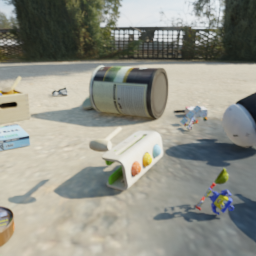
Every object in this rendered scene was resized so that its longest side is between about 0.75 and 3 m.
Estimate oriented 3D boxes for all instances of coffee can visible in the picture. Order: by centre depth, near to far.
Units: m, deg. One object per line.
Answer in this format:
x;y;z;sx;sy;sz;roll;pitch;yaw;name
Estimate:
0.056;-1.501;11.498;2.723;1.993;1.993;8;19;25;coffee can

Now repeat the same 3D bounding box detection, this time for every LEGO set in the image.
2.316;-0.377;9.955;0.914;0.300;1.223;-43;22;7;LEGO set

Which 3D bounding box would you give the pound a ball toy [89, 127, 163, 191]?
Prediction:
0.080;0.517;6.078;0.770;1.182;1.813;5;23;34;pound a ball toy

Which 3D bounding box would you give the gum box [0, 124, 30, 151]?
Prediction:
-3.849;0.295;8.502;1.311;0.344;1.543;-11;20;-32;gum box

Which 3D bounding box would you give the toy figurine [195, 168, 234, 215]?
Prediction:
1.682;1.227;4.999;0.535;0.892;0.471;36;11;20;toy figurine

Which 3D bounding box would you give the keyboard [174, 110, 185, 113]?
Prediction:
2.528;-0.724;12.251;0.929;0.096;0.590;-5;11;-14;keyboard

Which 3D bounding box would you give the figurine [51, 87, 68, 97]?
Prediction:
-3.935;-2.000;16.043;0.894;0.395;0.917;-13;20;-13;figurine

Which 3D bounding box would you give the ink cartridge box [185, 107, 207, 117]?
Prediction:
2.831;-0.672;11.669;0.790;0.327;0.579;-2;17;-7;ink cartridge box

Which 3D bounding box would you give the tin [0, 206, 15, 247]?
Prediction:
-2.576;1.642;4.194;1.652;0.346;0.925;-9;15;-27;tin

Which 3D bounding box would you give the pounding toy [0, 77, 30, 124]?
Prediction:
-4.938;-1.157;11.289;2.079;1.478;1.914;-15;23;-39;pounding toy

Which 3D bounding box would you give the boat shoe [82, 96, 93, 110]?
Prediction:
-1.189;-1.363;13.315;0.881;0.735;2.360;20;41;34;boat shoe

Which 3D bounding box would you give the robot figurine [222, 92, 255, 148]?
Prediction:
3.807;-0.332;7.883;2.235;1.394;1.679;-26;-28;4;robot figurine
